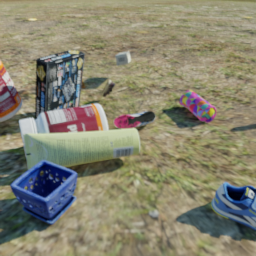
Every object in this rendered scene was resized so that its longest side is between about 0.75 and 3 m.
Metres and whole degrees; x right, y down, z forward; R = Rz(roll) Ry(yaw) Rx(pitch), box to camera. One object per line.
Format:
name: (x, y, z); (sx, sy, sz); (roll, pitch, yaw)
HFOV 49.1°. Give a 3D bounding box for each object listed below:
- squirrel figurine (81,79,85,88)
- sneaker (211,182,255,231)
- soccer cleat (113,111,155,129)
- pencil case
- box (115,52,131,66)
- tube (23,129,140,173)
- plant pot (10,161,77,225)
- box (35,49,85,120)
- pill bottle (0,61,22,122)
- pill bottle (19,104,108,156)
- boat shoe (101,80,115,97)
squirrel figurine: (-2.279, -2.285, 12.354); (0.694, 0.916, 0.981); (-6, 31, -9)
sneaker: (2.650, 1.666, 5.825); (1.751, 0.720, 0.647); (14, 31, 20)
soccer cleat: (0.210, -0.201, 9.276); (1.436, 0.502, 0.620); (-11, -13, -12)
pencil case: (2.470, -0.774, 10.040); (0.700, 0.700, 1.584); (-10, 29, -16)
box: (-0.215, -3.165, 12.741); (0.559, 0.465, 1.361); (-9, 18, 6)
tube: (-1.147, 0.498, 7.238); (2.869, 0.745, 0.832); (-7, 66, -14)
plant pot: (-1.741, 1.422, 6.040); (0.998, 0.898, 0.998); (16, 36, 24)
box: (-2.296, -1.392, 9.454); (0.509, 2.213, 1.759); (27, 36, 21)
pill bottle: (-4.476, -1.547, 8.532); (1.470, 2.684, 1.470); (-9, 39, 8)
pill bottle: (-1.798, 0.112, 7.904); (2.255, 1.288, 1.288); (-12, 32, -19)
boat shoe: (-0.756, -1.443, 10.745); (0.345, 1.063, 0.382); (29, 59, -4)
